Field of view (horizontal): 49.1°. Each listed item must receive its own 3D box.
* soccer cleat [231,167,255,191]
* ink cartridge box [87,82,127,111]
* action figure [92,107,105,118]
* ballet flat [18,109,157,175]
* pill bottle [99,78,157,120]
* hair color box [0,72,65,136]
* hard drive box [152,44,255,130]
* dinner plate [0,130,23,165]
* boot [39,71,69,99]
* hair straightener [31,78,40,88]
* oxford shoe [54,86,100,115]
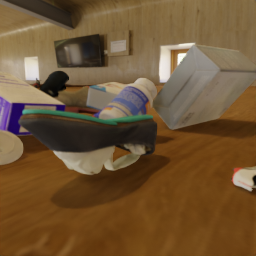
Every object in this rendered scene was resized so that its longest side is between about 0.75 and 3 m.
[{"bbox_3d":[1.922,0.667,3.967,0.982,0.337,0.418,-8,22,-24],"label":"soccer cleat"},{"bbox_3d":[-0.409,-1.031,9.411,1.206,0.706,1.668,18,20,21],"label":"ink cartridge box"},{"bbox_3d":[-0.707,-0.146,6.829,1.128,0.559,0.368,-28,-5,-44],"label":"action figure"},{"bbox_3d":[-0.376,0.225,4.325,0.998,0.998,2.732,8,5,35],"label":"ballet flat"},{"bbox_3d":[0.059,-0.508,6.579,0.826,0.826,1.474,10,48,42],"label":"pill bottle"},{"bbox_3d":[-2.934,-0.677,6.794,2.594,0.841,1.418,30,19,32],"label":"hair color box"},{"bbox_3d":[2.412,-1.217,8.519,2.833,2.208,1.088,-10,54,-45],"label":"hard drive box"},{"bbox_3d":[-2.389,0.305,5.090,0.931,0.113,0.931,18,35,-13],"label":"dinner plate"},{"bbox_3d":[-2.641,-0.943,8.702,1.743,0.666,1.465,-30,25,36],"label":"boot"},{"bbox_3d":[-3.339,-1.183,9.004,0.583,0.310,1.514,-10,36,24],"label":"hair straightener"},{"bbox_3d":[-1.313,-1.043,10.490,2.978,1.114,1.049,-2,-3,-18],"label":"oxford shoe"}]
